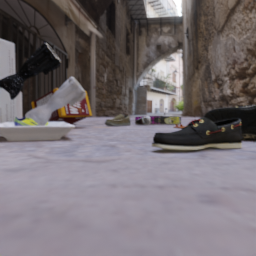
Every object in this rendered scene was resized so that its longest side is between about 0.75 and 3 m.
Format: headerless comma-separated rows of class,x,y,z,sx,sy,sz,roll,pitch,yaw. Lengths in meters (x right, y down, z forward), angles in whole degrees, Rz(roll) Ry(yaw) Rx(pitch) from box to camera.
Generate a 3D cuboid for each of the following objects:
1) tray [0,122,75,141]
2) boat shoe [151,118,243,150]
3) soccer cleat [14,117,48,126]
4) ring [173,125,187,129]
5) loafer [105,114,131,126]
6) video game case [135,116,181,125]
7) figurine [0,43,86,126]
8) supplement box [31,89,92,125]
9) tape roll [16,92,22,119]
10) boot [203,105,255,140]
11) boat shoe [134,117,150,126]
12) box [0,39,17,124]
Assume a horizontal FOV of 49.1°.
tray,-2.214,0.043,6.679,1.559,0.322,2.904,-2,3,-17
boat shoe,1.046,0.089,4.191,1.581,0.495,0.578,-3,4,-24
soccer cleat,-2.624,-0.167,7.623,0.900,0.377,0.291,-2,8,-27
ring,2.455,-0.058,10.813,1.403,0.135,1.403,-1,3,0
loafer,-0.468,-0.350,12.636,0.574,0.532,1.527,2,3,38
video game case,1.584,-0.428,15.014,2.297,0.454,2.534,0,3,5
figurine,-2.171,-0.966,7.081,1.633,1.673,0.720,-37,18,1
supplement box,-2.540,-0.719,10.760,1.540,1.023,1.519,-20,-10,35
tape roll,-6.225,-0.910,13.190,2.324,1.596,2.324,0,3,0
boot,2.617,-0.118,6.006,2.018,0.728,1.524,1,0,13
boat shoe,0.702,-0.302,13.260,0.369,0.424,1.150,-8,2,-24
box,-4.975,-1.238,8.337,2.715,2.701,1.774,1,3,22
